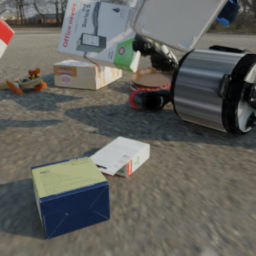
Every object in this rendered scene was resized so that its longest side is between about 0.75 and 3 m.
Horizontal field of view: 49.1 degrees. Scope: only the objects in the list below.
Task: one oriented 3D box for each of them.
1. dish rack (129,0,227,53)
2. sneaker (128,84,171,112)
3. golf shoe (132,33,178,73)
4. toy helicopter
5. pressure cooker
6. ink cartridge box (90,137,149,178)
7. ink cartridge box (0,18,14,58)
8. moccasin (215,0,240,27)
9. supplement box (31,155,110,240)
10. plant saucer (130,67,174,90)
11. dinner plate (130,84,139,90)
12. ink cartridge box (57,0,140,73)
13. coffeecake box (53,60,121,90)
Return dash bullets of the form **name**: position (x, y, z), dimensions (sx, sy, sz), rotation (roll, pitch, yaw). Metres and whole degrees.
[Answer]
- **dish rack**: position (0.873, -2.014, 4.673), dimensions (1.394, 1.624, 0.354), rotation (17, 47, -14)
- **sneaker**: position (1.166, -1.049, 9.938), dimensions (2.178, 0.770, 1.064), rotation (-12, 25, -21)
- **golf shoe**: position (0.767, -1.973, 6.893), dimensions (0.675, 0.821, 1.737), rotation (-5, -18, 32)
- **toy helicopter**: position (-4.812, -1.864, 12.180), dimensions (2.219, 0.875, 1.468), rotation (-4, 30, 19)
- **pressure cooker**: position (2.813, -1.015, 7.954), dimensions (2.616, 2.336, 2.300), rotation (21, 52, 41)
- **ink cartridge box**: position (-0.241, 0.719, 6.197), dimensions (0.838, 0.387, 1.539), rotation (13, 27, 28)
- **ink cartridge box**: position (-3.015, -1.192, 4.533), dimensions (1.606, 2.764, 0.930), rotation (12, -19, 29)
- **moccasin**: position (2.936, -3.693, 8.008), dimensions (0.843, 0.715, 2.096), rotation (21, 51, -19)
- **supplement box**: position (-1.003, 1.110, 4.788), dimensions (1.089, 0.731, 1.088), rotation (-10, 25, -23)
- **plant saucer**: position (1.291, -2.168, 12.506), dimensions (2.431, 0.419, 2.431), rotation (-2, 31, 1)
- **dinner plate**: position (1.198, -1.728, 12.232), dimensions (2.209, 0.268, 2.209), rotation (0, 22, 0)
- **ink cartridge box**: position (-0.916, -3.319, 10.112), dimensions (2.776, 2.020, 1.166), rotation (13, 3, 11)
- **coffeecake box**: position (-1.879, -2.782, 13.711), dimensions (2.229, 1.061, 2.905), rotation (8, 24, 19)
